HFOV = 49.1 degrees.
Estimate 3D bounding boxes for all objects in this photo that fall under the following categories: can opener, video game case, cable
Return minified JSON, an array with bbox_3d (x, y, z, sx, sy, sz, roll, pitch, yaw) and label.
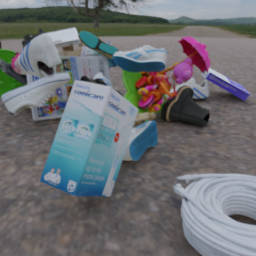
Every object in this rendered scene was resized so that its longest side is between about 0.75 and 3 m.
[{"bbox_3d":[-3.853,-1.804,8.893,0.469,0.374,1.404,-17,-27,22],"label":"can opener"},{"bbox_3d":[-1.930,-1.437,9.675,2.886,2.067,0.260,-8,-2,-29],"label":"video game case"},{"bbox_3d":[1.851,1.432,4.407,2.026,0.702,2.027,-3,21,-8],"label":"cable"}]

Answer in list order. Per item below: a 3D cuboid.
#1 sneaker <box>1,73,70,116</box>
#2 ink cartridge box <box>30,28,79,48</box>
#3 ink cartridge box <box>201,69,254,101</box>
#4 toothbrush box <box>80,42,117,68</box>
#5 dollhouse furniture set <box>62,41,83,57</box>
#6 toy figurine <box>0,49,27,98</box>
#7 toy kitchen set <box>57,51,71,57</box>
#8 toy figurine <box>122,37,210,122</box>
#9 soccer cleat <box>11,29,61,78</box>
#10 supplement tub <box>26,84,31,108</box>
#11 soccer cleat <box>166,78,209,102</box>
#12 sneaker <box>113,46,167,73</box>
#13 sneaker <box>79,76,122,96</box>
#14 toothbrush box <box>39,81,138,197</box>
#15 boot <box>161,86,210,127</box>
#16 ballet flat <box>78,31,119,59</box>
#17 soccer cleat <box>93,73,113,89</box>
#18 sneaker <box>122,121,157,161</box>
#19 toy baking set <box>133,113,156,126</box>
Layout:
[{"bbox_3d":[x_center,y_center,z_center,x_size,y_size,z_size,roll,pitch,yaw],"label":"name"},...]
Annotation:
[{"bbox_3d":[-2.637,-0.991,8.337,2.075,0.735,0.758,-23,5,-2],"label":"sneaker"},{"bbox_3d":[-2.760,-3.082,10.336,1.923,0.675,2.365,-13,34,-7],"label":"ink cartridge box"},{"bbox_3d":[4.157,-1.876,11.947,1.989,0.436,2.008,28,21,-3],"label":"ink cartridge box"},{"bbox_3d":[-1.116,-2.795,11.049,1.230,0.901,0.525,-3,59,21],"label":"toothbrush box"},{"bbox_3d":[-2.508,-3.300,13.884,1.051,2.028,0.898,-20,-8,-9],"label":"dollhouse furniture set"},{"bbox_3d":[-4.628,-2.212,10.381,2.205,1.655,2.029,-29,35,-33],"label":"toy figurine"},{"bbox_3d":[-2.747,-2.776,13.545,2.057,1.679,1.856,-10,24,-24],"label":"toy kitchen set"},{"bbox_3d":[1.332,-1.709,9.006,2.622,2.138,2.848,-29,27,42],"label":"toy figurine"},{"bbox_3d":[-1.610,-1.088,4.868,0.550,0.680,1.575,-36,11,-27],"label":"soccer cleat"},{"bbox_3d":[-3.490,-1.284,10.839,1.315,0.956,0.956,-16,27,-36],"label":"supplement tub"},{"bbox_3d":[2.257,-1.563,11.501,2.264,0.977,0.791,-6,22,-14],"label":"soccer cleat"},{"bbox_3d":[0.385,-2.292,9.215,1.806,0.691,0.729,8,63,14],"label":"sneaker"},{"bbox_3d":[-0.619,-0.727,6.385,0.672,1.007,1.757,27,33,24],"label":"sneaker"},{"bbox_3d":[-0.621,0.253,5.089,0.780,1.829,1.339,14,-8,25],"label":"toothbrush box"},{"bbox_3d":[2.288,-0.703,9.801,1.544,0.865,2.232,17,40,26],"label":"boot"},{"bbox_3d":[-1.084,-2.950,10.175,1.594,0.563,0.563,27,24,0],"label":"ballet flat"},{"bbox_3d":[-0.644,-1.295,9.868,0.537,1.538,0.664,-22,34,25],"label":"soccer cleat"},{"bbox_3d":[0.207,0.273,7.327,0.784,0.743,1.941,-1,13,30],"label":"sneaker"},{"bbox_3d":[-0.304,-0.026,7.491,2.796,0.325,2.146,-10,8,37],"label":"toy baking set"}]
